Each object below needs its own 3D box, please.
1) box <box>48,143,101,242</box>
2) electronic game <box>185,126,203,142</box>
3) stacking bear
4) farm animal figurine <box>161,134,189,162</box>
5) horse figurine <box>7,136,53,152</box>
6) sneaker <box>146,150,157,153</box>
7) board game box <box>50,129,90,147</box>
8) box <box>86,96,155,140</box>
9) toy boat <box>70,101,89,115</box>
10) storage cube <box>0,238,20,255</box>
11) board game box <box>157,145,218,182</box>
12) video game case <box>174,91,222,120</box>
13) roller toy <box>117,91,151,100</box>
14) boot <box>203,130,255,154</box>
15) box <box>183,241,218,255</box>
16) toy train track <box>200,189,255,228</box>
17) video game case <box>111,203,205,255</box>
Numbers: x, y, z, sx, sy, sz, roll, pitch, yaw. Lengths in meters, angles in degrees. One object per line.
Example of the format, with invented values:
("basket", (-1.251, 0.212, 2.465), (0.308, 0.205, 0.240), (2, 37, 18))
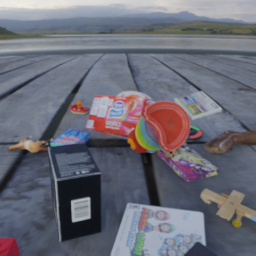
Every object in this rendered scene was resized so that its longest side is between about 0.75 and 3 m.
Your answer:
("box", (-1.386, 1.541, 7.099), (1.080, 1.743, 1.713), (-7, 23, -21))
("electronic game", (2.462, 0.199, 12.311), (1.617, 0.336, 1.617), (0, 21, 0))
("stacking bear", (0.698, 0.158, 8.217), (1.248, 1.333, 2.195), (-29, -4, -29))
("farm animal figurine", (1.479, 0.464, 8.967), (1.233, 1.219, 0.643), (19, 6, -39))
("horse figurine", (-3.726, 0.676, 11.023), (1.735, 0.433, 1.150), (9, 19, 25))
("sneaker", (0.925, 0.297, 11.262), (0.731, 0.855, 2.063), (9, 33, 14))
("board game box", (-2.340, 0.523, 11.445), (1.028, 0.304, 1.352), (9, 28, 21))
("box", (-0.128, -0.341, 10.828), (2.919, 1.455, 1.393), (7, -10, 46))
("toy boat", (-2.647, -1.137, 15.149), (1.052, 0.687, 0.686), (9, 24, 21))
("storage cube", (-2.593, 2.736, 4.974), (1.012, 1.184, 1.064), (0, 28, -1))
("board game box", (2.036, 1.179, 9.978), (1.256, 0.338, 2.092), (-12, 25, -18))
("video game case", (2.017, -0.672, 8.185), (0.957, 0.116, 1.051), (-16, 41, -13))
("roller toy", (0.214, -0.792, 13.264), (1.799, 1.378, 1.972), (-1, 34, -18))
("boot", (4.139, 0.606, 10.888), (1.839, 0.634, 1.974), (3, 15, 43))
("box", (1.216, 3.013, 4.075), (1.823, 1.071, 1.793), (-27, 35, -34))
("toy train track", (3.106, 2.329, 7.031), (2.696, 0.439, 1.546), (21, 23, 31))
("video game case", (0.746, 2.600, 6.455), (2.009, 0.261, 2.207), (4, 22, 11))
